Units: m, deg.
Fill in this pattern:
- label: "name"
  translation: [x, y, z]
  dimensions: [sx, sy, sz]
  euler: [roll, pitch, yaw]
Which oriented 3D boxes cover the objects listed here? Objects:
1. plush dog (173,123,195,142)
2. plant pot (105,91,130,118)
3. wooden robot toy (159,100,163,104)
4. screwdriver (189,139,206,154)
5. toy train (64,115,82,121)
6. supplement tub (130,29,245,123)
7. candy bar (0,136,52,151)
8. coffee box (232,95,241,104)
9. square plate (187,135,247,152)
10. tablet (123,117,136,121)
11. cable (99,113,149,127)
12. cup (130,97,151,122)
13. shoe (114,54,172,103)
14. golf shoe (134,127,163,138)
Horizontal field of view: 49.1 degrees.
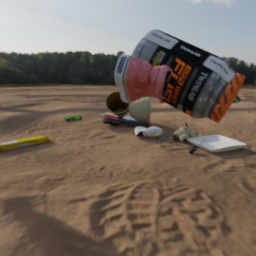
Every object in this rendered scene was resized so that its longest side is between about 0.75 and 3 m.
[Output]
- label: "plush dog"
  translation: [2.379, 0.252, 12.447]
  dimensions: [0.957, 0.768, 0.822]
  euler: [-11, -10, -46]
- label: "plant pot"
  translation: [-0.547, -1.148, 16.182]
  dimensions: [1.386, 1.386, 1.487]
  euler: [1, -22, 2]
- label: "wooden robot toy"
  translation: [1.540, -1.574, 11.660]
  dimensions: [2.882, 1.308, 1.270]
  euler: [17, 29, -15]
- label: "screwdriver"
  translation: [2.762, 0.697, 10.894]
  dimensions: [1.280, 0.179, 0.186]
  euler: [-27, 43, -37]
- label: "toy train"
  translation: [-3.283, -0.582, 16.800]
  dimensions: [1.187, 0.248, 0.335]
  euler: [-11, 27, -41]
- label: "supplement tub"
  translation: [1.504, -1.364, 7.532]
  dimensions: [2.775, 1.701, 1.701]
  euler: [30, 24, 19]
- label: "candy bar"
  translation: [-4.316, 0.617, 11.538]
  dimensions: [2.468, 0.273, 0.615]
  euler: [-13, 14, -42]
- label: "coffee box"
  translation: [4.002, -1.221, 11.363]
  dimensions: [0.576, 0.206, 0.936]
  euler: [41, -20, -26]
- label: "square plate"
  translation: [3.580, 0.646, 11.478]
  dimensions: [1.724, 0.245, 1.707]
  euler: [-6, 14, -23]
- label: "tablet"
  translation: [0.146, -0.473, 16.579]
  dimensions: [1.036, 0.109, 1.592]
  euler: [-8, 14, -29]
- label: "cable"
  translation: [-0.271, -0.471, 15.032]
  dimensions: [2.702, 0.680, 1.312]
  euler: [2, -2, 18]
- label: "cup"
  translation: [0.643, -0.962, 15.602]
  dimensions: [1.063, 1.486, 1.486]
  euler: [0, 13, -3]
- label: "shoe"
  translation: [0.395, -0.940, 6.358]
  dimensions: [1.028, 0.807, 2.260]
  euler: [18, -5, 9]
- label: "golf shoe"
  translation: [0.939, 0.255, 12.885]
  dimensions: [1.313, 0.495, 0.601]
  euler: [-2, 27, 6]
